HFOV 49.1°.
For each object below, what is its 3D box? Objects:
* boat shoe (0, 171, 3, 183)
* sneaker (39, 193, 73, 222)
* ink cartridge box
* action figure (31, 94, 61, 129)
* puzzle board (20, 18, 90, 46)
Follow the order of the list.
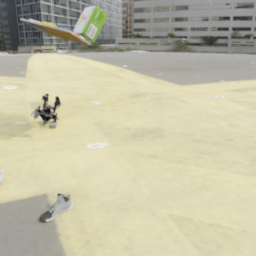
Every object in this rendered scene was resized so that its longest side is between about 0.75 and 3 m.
[{"bbox_3d":[-4.165,0.771,7.407,2.349,1.066,0.831,15,24,37],"label":"boat shoe"},{"bbox_3d":[-1.538,1.620,5.924,0.297,0.457,0.792,16,24,38],"label":"sneaker"},{"bbox_3d":[-1.846,-4.250,11.628,1.740,1.286,0.659,18,-10,46],"label":"ink cartridge box"},{"bbox_3d":[-3.262,-0.549,11.151,1.101,1.853,0.946,21,55,-13],"label":"action figure"},{"bbox_3d":[-1.985,-2.755,8.048,1.391,0.161,1.846,17,8,8],"label":"puzzle board"}]
